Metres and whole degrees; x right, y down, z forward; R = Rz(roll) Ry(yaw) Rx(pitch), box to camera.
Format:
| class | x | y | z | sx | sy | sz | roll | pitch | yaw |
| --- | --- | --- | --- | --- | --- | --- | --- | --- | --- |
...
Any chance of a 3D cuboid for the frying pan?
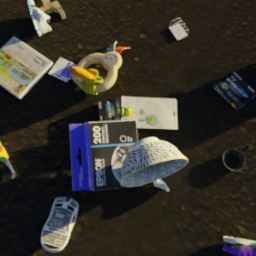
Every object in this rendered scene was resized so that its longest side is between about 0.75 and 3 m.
| class | x | y | z | sx | sy | sz | roll | pitch | yaw |
| --- | --- | --- | --- | --- | --- | --- | --- | --- | --- |
| frying pan | 4.256 | 1.024 | 11.069 | 0.893 | 0.240 | 1.477 | 26 | 71 | 8 |

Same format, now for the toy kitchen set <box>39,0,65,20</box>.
| class | x | y | z | sx | sy | sz | roll | pitch | yaw |
| --- | --- | --- | --- | --- | --- | --- | --- | --- | --- |
| toy kitchen set | -3.595 | -5.511 | 13.099 | 0.943 | 0.770 | 0.851 | -29 | 73 | -9 |

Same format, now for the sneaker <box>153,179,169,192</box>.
| class | x | y | z | sx | sy | sz | roll | pitch | yaw |
| --- | --- | --- | --- | --- | --- | --- | --- | --- | --- |
| sneaker | 1.187 | 2.142 | 10.647 | 0.866 | 0.331 | 0.350 | 41 | 82 | 20 |

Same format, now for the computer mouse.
| class | x | y | z | sx | sy | sz | roll | pitch | yaw |
| --- | --- | --- | --- | --- | --- | --- | --- | --- | --- |
| computer mouse | -2.363 | 3.061 | 10.189 | 1.498 | 0.599 | 2.733 | 17 | 66 | 1 |

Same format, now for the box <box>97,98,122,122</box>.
| class | x | y | z | sx | sy | sz | roll | pitch | yaw |
| --- | --- | --- | --- | --- | --- | --- | --- | --- | --- |
| box | -0.722 | -0.598 | 11.609 | 0.991 | 0.287 | 1.247 | -7 | 71 | -2 |

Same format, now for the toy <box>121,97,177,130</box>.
| class | x | y | z | sx | sy | sz | roll | pitch | yaw |
| --- | --- | --- | --- | --- | --- | --- | --- | --- | --- |
| toy | 0.826 | -0.550 | 11.437 | 2.268 | 0.535 | 1.306 | 3 | 75 | -8 |

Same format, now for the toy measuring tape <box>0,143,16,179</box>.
| class | x | y | z | sx | sy | sz | roll | pitch | yaw |
| --- | --- | --- | --- | --- | --- | --- | --- | --- | --- |
| toy measuring tape | -4.978 | 1.213 | 10.769 | 0.672 | 0.672 | 1.826 | -31 | 74 | -10 |

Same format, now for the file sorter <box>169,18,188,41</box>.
| class | x | y | z | sx | sy | sz | roll | pitch | yaw |
| --- | --- | --- | --- | --- | --- | --- | --- | --- | --- |
| file sorter | 2.338 | -4.575 | 12.916 | 0.553 | 0.496 | 0.797 | -26 | 72 | -9 |

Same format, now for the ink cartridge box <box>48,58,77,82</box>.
| class | x | y | z | sx | sy | sz | roll | pitch | yaw |
| --- | --- | --- | --- | --- | --- | --- | --- | --- | --- |
| ink cartridge box | -2.846 | -2.520 | 12.330 | 0.961 | 0.211 | 0.970 | 27 | 70 | 9 |

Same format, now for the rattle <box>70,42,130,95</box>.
| class | x | y | z | sx | sy | sz | roll | pitch | yaw |
| --- | --- | --- | --- | --- | --- | --- | --- | --- | --- |
| rattle | -1.150 | -2.960 | 11.595 | 2.916 | 2.083 | 1.899 | -44 | 56 | -7 |

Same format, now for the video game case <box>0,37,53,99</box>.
| class | x | y | z | sx | sy | sz | roll | pitch | yaw |
| --- | --- | --- | --- | --- | --- | --- | --- | --- | --- |
| video game case | -4.911 | -2.684 | 12.371 | 2.358 | 0.270 | 2.146 | 35 | 74 | 10 |

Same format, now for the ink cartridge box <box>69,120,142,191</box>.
| class | x | y | z | sx | sy | sz | roll | pitch | yaw |
| --- | --- | --- | --- | --- | --- | --- | --- | --- | --- |
| ink cartridge box | -0.854 | 1.007 | 10.415 | 2.544 | 0.552 | 2.521 | -4 | 85 | -11 |

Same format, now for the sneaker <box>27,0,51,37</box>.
| class | x | y | z | sx | sy | sz | roll | pitch | yaw |
| --- | --- | --- | --- | --- | --- | --- | --- | --- | --- |
| sneaker | -4.126 | -5.185 | 13.092 | 0.832 | 0.720 | 1.920 | -21 | 80 | -13 |

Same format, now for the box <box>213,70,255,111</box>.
| class | x | y | z | sx | sy | sz | roll | pitch | yaw |
| --- | --- | --- | --- | --- | --- | --- | --- | --- | --- |
| box | 4.547 | -1.608 | 11.943 | 1.149 | 0.333 | 1.446 | -36 | 74 | -12 |

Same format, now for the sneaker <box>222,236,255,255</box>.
| class | x | y | z | sx | sy | sz | roll | pitch | yaw |
| --- | --- | --- | --- | --- | --- | --- | --- | --- | --- |
| sneaker | 4.292 | 4.454 | 9.644 | 2.105 | 0.732 | 1.047 | 8 | 75 | 8 |

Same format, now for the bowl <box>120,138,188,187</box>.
| class | x | y | z | sx | sy | sz | roll | pitch | yaw |
| --- | --- | --- | --- | --- | --- | --- | --- | --- | --- |
| bowl | 0.718 | 1.048 | 9.527 | 2.386 | 2.386 | 1.120 | -16 | 66 | -6 |
